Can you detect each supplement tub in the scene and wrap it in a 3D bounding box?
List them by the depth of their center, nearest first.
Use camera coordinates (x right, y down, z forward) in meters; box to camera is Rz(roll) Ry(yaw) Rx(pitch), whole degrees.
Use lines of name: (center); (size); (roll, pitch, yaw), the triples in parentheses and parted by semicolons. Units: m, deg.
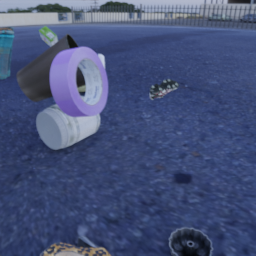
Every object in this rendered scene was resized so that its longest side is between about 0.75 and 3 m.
supplement tub: (-2.632, -2.925, 15.076); (2.731, 1.980, 1.980); (-3, 26, -6)

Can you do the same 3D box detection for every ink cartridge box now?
ink cartridge box: (-2.894, -3.210, 10.409); (0.335, 0.883, 0.653); (-41, 72, -19)

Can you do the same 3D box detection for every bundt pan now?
bundt pan: (1.289, 2.542, 5.865); (0.904, 0.339, 0.904); (0, 27, 0)

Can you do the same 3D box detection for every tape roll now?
tape roll: (-1.193, -1.138, 7.146); (0.566, 1.727, 1.727); (-1, 23, 28)

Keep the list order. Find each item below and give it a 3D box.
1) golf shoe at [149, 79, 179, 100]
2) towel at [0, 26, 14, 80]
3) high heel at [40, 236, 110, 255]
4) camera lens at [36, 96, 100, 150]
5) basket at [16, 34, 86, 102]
golf shoe: (1.190, -1.299, 9.443); (1.124, 0.495, 0.434); (-18, 59, -21)
towel: (-2.363, -0.846, 3.863); (1.563, 1.146, 0.170); (-27, 79, -35)
high heel: (-1.079, 2.651, 5.368); (1.072, 0.537, 1.504); (17, 21, 42)
camera lens: (-2.091, -0.220, 10.089); (1.526, 1.526, 1.908); (19, 32, 34)
basket: (-2.411, -1.764, 9.060); (2.013, 1.815, 1.369); (-27, -17, 10)
